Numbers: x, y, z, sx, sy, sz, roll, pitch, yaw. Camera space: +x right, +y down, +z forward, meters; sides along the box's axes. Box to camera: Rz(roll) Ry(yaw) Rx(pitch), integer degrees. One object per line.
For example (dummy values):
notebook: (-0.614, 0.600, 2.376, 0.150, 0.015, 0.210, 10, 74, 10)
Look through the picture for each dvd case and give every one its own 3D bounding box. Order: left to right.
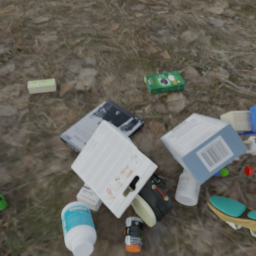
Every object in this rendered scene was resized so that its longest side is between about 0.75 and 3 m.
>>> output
dvd case: (-0.939, 0.106, 10.480, 1.940, 0.319, 2.581, 33, 57, 25)

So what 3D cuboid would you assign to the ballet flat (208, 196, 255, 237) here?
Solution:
ballet flat: (2.959, 2.350, 7.051, 0.741, 0.680, 2.158, -18, 17, -36)

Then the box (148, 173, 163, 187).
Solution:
box: (0.600, 1.793, 9.099, 0.857, 0.211, 0.684, -37, 57, -27)

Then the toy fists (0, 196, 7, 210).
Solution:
toy fists: (-4.099, 2.214, 8.588, 0.872, 0.445, 0.300, 17, 35, 14)

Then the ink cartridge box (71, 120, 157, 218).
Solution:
ink cartridge box: (-0.408, 1.137, 8.140, 2.271, 0.569, 1.827, 39, 97, 28)

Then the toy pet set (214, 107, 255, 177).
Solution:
toy pet set: (3.403, 0.448, 8.304, 1.095, 2.062, 1.925, -2, 82, -10)

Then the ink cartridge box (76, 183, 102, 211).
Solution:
ink cartridge box: (-1.063, 2.002, 8.784, 0.698, 0.401, 0.961, 20, 52, 16)

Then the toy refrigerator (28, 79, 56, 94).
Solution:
toy refrigerator: (-3.713, -1.807, 12.085, 1.114, 0.390, 0.423, -7, 50, -5)

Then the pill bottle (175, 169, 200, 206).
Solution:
pill bottle: (1.911, 1.755, 8.754, 0.674, 0.674, 1.178, 14, 54, 12)

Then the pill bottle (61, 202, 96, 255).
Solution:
pill bottle: (-1.318, 2.723, 7.504, 0.809, 0.809, 1.460, -15, 27, -12)

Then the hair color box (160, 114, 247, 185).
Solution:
hair color box: (2.011, 0.454, 8.232, 1.483, 2.996, 0.908, -36, 98, 2)

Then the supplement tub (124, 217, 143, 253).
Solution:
supplement tub: (0.156, 2.991, 7.854, 0.517, 0.517, 0.843, 3, 48, 2)

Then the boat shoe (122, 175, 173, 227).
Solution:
boat shoe: (0.166, 1.694, 8.532, 0.893, 1.043, 2.851, -28, 46, -24)

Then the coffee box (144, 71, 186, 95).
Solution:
coffee box: (1.583, -1.981, 12.259, 1.599, 0.352, 0.983, -11, 50, -10)
